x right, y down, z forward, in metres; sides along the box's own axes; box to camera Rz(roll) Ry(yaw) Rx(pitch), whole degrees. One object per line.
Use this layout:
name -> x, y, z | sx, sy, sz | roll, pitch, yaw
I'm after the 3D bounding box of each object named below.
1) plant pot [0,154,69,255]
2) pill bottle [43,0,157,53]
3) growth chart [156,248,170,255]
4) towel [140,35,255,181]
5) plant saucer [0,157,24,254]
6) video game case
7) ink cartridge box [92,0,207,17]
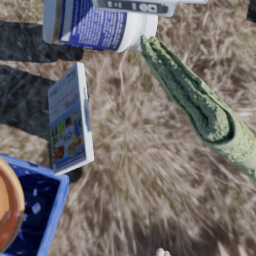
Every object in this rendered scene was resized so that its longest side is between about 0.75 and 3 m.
plant pot -> -2.315, 1.734, 6.035 | 1.847, 1.661, 1.847 | 16, 72, -1
pill bottle -> -0.614, -2.329, 5.996 | 2.259, 1.307, 1.307 | 3, 70, -20
growth chart -> 0.186, 1.729, 2.801 | 0.126, 1.420, 1.028 | 30, 86, 8
towel -> 1.116, -0.306, 4.191 | 0.467, 1.897, 2.558 | -44, 43, 15
plant saucer -> -2.448, 1.001, 3.735 | 2.056, 0.385, 2.056 | -3, 108, -10
video game case -> -1.029, -0.118, 4.796 | 0.149, 1.181, 1.649 | 6, 68, -39
ink cartridge box -> 0.424, -2.225, 3.881 | 1.510, 0.328, 1.496 | 11, 69, 14
